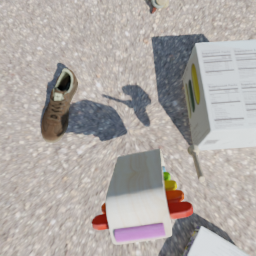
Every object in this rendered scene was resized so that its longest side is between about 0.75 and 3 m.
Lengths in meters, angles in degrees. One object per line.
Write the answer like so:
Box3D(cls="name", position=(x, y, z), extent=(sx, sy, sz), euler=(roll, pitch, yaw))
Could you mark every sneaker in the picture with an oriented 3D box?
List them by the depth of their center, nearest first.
Box3D(cls="sneaker", position=(-2.183, -0.743, 8.547), extent=(0.824, 0.884, 2.341), euler=(10, 71, 4))

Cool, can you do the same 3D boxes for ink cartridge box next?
Box3D(cls="ink cartridge box", position=(1.834, 3.993, 7.071), extent=(1.401, 0.647, 2.572), euler=(30, 75, 10))

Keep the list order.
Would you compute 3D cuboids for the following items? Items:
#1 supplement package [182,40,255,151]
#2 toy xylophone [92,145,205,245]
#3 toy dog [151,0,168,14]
Box3D(cls="supplement package", position=(2.818, -0.850, 8.021), extent=(1.919, 1.933, 2.547), euler=(-4, 71, -1))
Box3D(cls="toy xylophone", position=(0.480, 1.057, 5.406), extent=(1.998, 2.729, 0.686), euler=(-10, 105, 16))
Box3D(cls="toy dog", position=(0.790, -4.710, 10.008), extent=(0.720, 0.986, 1.495), euler=(-44, 65, 19))
